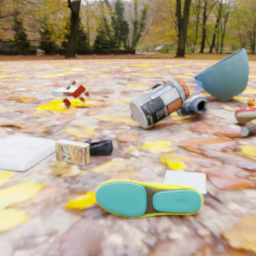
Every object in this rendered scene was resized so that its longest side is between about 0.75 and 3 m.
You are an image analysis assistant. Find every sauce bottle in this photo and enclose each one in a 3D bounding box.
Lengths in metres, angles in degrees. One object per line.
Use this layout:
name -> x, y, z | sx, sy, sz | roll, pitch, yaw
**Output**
sauce bottle -> 4.344, -0.006, 9.609 | 1.487, 0.481, 0.481 | -17, 24, -39

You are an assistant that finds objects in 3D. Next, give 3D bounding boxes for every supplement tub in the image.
supplement tub -> 1.172, -0.972, 10.304 | 2.053, 1.258, 1.258 | -31, 27, -15

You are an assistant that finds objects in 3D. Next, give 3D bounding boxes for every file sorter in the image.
file sorter -> 2.773, -1.812, 13.468 | 1.255, 1.110, 1.809 | 16, 12, 3

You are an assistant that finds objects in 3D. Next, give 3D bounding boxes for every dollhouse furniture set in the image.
dollhouse furniture set -> -2.536, -1.520, 13.218 | 1.245, 1.258, 0.648 | -42, 40, 6

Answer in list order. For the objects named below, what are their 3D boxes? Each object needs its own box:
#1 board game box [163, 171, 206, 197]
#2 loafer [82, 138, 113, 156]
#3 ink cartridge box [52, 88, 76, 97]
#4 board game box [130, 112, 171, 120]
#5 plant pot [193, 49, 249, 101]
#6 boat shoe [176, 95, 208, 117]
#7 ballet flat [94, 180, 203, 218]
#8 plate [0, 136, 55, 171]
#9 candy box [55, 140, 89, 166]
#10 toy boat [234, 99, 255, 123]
board game box -> 1.255, 1.226, 6.229 | 0.896, 0.116, 0.896 | 4, 18, 13
loafer -> -1.110, 0.521, 7.868 | 1.379, 0.484, 0.468 | -1, 17, -5
ink cartridge box -> -3.567, -2.163, 16.783 | 1.322, 0.332, 1.524 | 6, 18, 16
board game box -> 0.928, -0.547, 11.695 | 1.227, 0.253, 1.230 | -15, 22, -39
plant pot -> 5.147, -2.562, 14.713 | 2.836, 1.910, 2.836 | -30, 5, 3
boat shoe -> 3.007, -0.908, 11.696 | 1.002, 0.781, 2.208 | -3, 14, 45
ballet flat -> 0.382, 1.320, 5.274 | 1.986, 0.664, 0.666 | 3, -3, 1
plate -> -3.147, 0.612, 7.891 | 1.901, 0.307, 1.897 | 5, 17, 17
candy box -> -1.479, 0.645, 7.391 | 0.914, 0.528, 0.253 | 7, 17, 22
toy boat -> 4.719, -0.701, 10.604 | 1.342, 0.877, 0.876 | -3, -18, 20
